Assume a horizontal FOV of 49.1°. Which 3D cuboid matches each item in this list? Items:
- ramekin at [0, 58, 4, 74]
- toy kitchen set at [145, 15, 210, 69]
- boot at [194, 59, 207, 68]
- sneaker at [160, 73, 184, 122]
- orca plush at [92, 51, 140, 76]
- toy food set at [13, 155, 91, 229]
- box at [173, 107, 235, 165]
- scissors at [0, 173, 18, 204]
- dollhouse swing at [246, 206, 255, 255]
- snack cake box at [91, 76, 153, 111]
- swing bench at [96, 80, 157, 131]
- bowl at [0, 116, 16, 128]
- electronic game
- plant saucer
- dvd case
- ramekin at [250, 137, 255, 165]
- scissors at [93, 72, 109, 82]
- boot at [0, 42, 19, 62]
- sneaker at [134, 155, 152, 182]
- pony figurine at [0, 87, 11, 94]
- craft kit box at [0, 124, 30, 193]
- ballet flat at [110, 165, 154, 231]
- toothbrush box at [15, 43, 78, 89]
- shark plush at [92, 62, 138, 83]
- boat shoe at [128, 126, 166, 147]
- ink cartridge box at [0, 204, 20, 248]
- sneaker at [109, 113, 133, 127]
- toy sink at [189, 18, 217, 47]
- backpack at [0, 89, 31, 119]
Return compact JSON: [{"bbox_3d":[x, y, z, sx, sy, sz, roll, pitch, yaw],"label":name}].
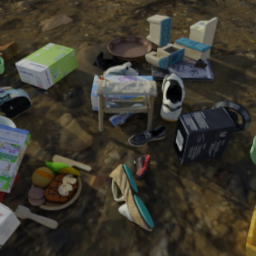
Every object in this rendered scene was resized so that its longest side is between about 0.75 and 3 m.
[{"bbox_3d":[-6.587,-2.987,13.623,1.068,0.522,1.068,4,49,-5],"label":"ramekin"},{"bbox_3d":[2.466,-4.203,13.198,2.981,2.388,1.756,-32,49,-33],"label":"toy kitchen set"},{"bbox_3d":[3.588,-3.132,13.552,0.820,0.397,0.306,-13,53,-29],"label":"boot"},{"bbox_3d":[1.935,-1.522,11.514,0.995,1.153,2.630,7,51,1],"label":"sneaker"},{"bbox_3d":[-0.552,-3.124,13.477,1.517,1.025,2.883,-26,50,-24],"label":"orca plush"},{"bbox_3d":[-2.342,1.822,8.866,1.705,0.496,2.470,14,47,14],"label":"toy food set"},{"bbox_3d":[2.520,0.287,9.590,1.646,1.619,0.967,-9,48,-9],"label":"box"},{"bbox_3d":[-4.162,2.405,8.537,1.045,0.199,2.858,1,49,0],"label":"scissors"},{"bbox_3d":[3.825,2.995,7.328,1.137,1.175,1.293,8,43,33],"label":"dollhouse swing"},{"bbox_3d":[-0.213,-1.487,11.947,2.542,0.854,1.462,1,46,1],"label":"snack cake box"},{"bbox_3d":[-0.073,-0.975,10.417,2.025,2.036,1.321,2,49,-1],"label":"swing bench"},{"bbox_3d":[-4.873,0.609,9.756,2.118,0.952,2.118,1,46,-1],"label":"bowl"},{"bbox_3d":[3.785,-0.396,10.405,1.475,1.475,0.307,25,56,23],"label":"electronic game"},{"bbox_3d":[0.074,-4.236,15.032,2.364,0.407,2.364,1,44,-1],"label":"plant saucer"},{"bbox_3d":[2.639,-3.078,13.999,2.909,0.232,2.163,3,45,2],"label":"dvd case"},{"bbox_3d":[4.973,0.869,9.690,1.412,0.689,1.412,0,45,0],"label":"ramekin"},{"bbox_3d":[-1.134,-2.119,11.936,0.452,0.086,1.234,-9,37,-19],"label":"scissors"},{"bbox_3d":[-6.778,-4.047,14.775,1.409,0.696,1.815,13,53,19],"label":"boot"},{"bbox_3d":[0.400,1.327,9.440,0.552,0.400,1.131,14,44,13],"label":"sneaker"},{"bbox_3d":[-5.651,-1.482,11.898,1.319,1.098,1.273,-2,50,-33],"label":"pony figurine"},{"bbox_3d":[-4.315,0.803,8.625,1.988,0.482,1.963,15,62,-5],"label":"craft kit box"},{"bbox_3d":[0.014,2.175,8.477,0.768,0.829,2.352,-32,45,6],"label":"ballet flat"},{"bbox_3d":[-3.795,-2.978,13.294,1.669,0.987,2.293,20,47,25],"label":"toothbrush box"},{"bbox_3d":[-0.594,-2.217,12.610,2.178,0.907,0.990,-15,24,6],"label":"shark plush"},{"bbox_3d":[0.738,0.248,10.357,1.543,0.484,0.560,-15,59,-21],"label":"boat shoe"},{"bbox_3d":[-4.155,2.900,7.446,1.464,0.827,1.994,22,54,19],"label":"ink cartridge box"},{"bbox_3d":[-0.232,-0.401,11.250,1.145,0.433,0.441,-24,81,-29],"label":"sneaker"},{"bbox_3d":[3.944,-5.079,15.000,0.932,1.664,1.085,35,55,29],"label":"toy sink"},{"bbox_3d":[-4.545,-1.027,11.272,1.152,1.022,0.867,-26,56,-5],"label":"backpack"}]
